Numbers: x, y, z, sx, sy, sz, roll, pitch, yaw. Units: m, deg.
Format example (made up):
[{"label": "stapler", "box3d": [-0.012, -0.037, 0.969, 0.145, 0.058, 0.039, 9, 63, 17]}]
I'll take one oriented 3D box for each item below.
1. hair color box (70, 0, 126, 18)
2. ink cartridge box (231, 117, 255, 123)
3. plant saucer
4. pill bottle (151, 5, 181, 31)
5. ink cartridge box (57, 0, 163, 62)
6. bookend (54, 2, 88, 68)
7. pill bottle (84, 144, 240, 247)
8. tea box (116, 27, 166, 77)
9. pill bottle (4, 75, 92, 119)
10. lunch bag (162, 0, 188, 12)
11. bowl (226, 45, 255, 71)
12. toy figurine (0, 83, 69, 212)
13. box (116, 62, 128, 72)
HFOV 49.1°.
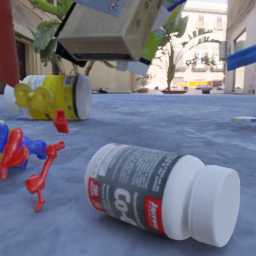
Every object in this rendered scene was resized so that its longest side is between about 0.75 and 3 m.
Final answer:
[{"label": "hair color box", "box3d": [-0.684, -1.757, 3.209, 1.313, 0.398, 0.650, 1, 42, -40]}, {"label": "ink cartridge box", "box3d": [4.133, -0.317, 10.024, 0.741, 0.163, 0.755, -2, 10, -7]}, {"label": "plant saucer", "box3d": [-3.429, -2.686, 6.922, 0.497, 2.706, 2.711, -17, 53, -29]}, {"label": "pill bottle", "box3d": [0.540, -3.236, 7.085, 1.442, 1.442, 2.565, 2, 25, 16]}, {"label": "ink cartridge box", "box3d": [-0.240, -2.001, 4.906, 1.391, 1.689, 0.634, 10, -22, 32]}, {"label": "bookend", "box3d": [-1.840, -2.873, 9.432, 0.983, 2.120, 2.133, 22, -35, -28]}, {"label": "pill bottle", "box3d": [0.264, 0.536, 2.409, 1.194, 0.680, 0.680, 6, 11, 37]}, {"label": "tea box", "box3d": [0.510, -3.596, 12.094, 1.397, 2.056, 2.090, 23, 22, -9]}, {"label": "pill bottle", "box3d": [-2.934, -1.143, 10.498, 2.929, 1.647, 1.647, 1, 8, 5]}, {"label": "lunch bag", "box3d": [0.996, -3.204, 4.981, 1.783, 1.516, 1.136, -25, 21, 41]}, {"label": "bowl", "box3d": [3.817, -2.130, 7.647, 2.248, 0.441, 2.248, -19, 5, 2]}, {"label": "toy figurine", "box3d": [-2.058, 0.384, 3.646, 2.679, 1.413, 1.605, 2, -20, -2]}, {"label": "box", "box3d": [-0.111, -2.287, 8.313, 0.324, 1.078, 0.629, 9, -9, -5]}]
